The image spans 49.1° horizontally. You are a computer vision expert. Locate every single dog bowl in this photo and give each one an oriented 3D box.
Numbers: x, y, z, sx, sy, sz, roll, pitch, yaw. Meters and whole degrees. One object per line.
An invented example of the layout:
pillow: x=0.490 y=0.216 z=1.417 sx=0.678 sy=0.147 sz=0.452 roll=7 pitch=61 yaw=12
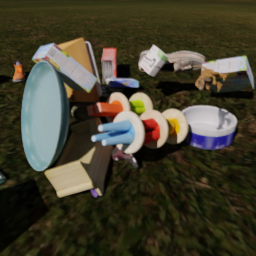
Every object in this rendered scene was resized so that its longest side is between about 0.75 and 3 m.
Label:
dog bowl: x=2.531 y=-0.049 z=9.030 sx=1.742 sy=0.686 sz=1.742 roll=0 pitch=30 yaw=0

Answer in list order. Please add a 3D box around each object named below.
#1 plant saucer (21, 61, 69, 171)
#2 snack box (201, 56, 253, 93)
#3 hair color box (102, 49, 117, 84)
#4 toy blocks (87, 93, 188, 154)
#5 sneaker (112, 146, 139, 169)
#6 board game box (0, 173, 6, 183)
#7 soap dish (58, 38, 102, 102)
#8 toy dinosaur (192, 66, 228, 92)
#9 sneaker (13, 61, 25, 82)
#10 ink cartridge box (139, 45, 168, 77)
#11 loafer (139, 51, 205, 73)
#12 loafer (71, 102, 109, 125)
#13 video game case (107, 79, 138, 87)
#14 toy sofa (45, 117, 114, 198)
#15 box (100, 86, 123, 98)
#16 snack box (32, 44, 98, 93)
plant saucer: x=-2.084 y=-0.286 z=6.977 sx=0.367 sy=2.678 sz=2.678 roll=2 pitch=23 yaw=-37
snack box: x=3.819 y=-1.943 z=10.643 sx=1.545 sy=0.576 sz=2.173 roll=-1 pitch=-11 yaw=29
hair color box: x=-0.910 y=-3.117 z=13.963 sx=0.687 sy=1.192 sz=2.149 roll=0 pitch=30 yaw=0
toy blocks: x=-0.121 y=-0.215 z=7.611 sx=2.437 sy=1.062 sz=2.924 roll=31 pitch=24 yaw=37
sneaker: x=-0.112 y=0.859 z=7.832 sx=0.590 sy=0.386 sz=1.021 roll=-32 pitch=46 yaw=1
board game box: x=-3.711 y=1.260 z=7.273 sx=0.660 sy=0.137 sz=0.976 roll=-26 pitch=38 yaw=-38
soap dish: x=-2.105 y=-1.815 z=9.573 sx=1.049 sy=2.033 sz=2.583 roll=-24 pitch=20 yaw=-35
toy dinosaur: x=1.896 y=-1.265 z=6.600 sx=0.770 sy=0.438 sz=1.449 roll=27 pitch=31 yaw=2
sneaker: x=-5.450 y=-2.839 z=13.833 sx=0.574 sy=0.830 sz=1.481 roll=-9 pitch=31 yaw=-15
ink cartridge box: x=0.928 y=-2.428 z=10.228 sx=0.376 sy=0.895 sz=0.651 roll=13 pitch=33 yaw=-52
loafer: x=1.675 y=-2.450 z=10.991 sx=2.560 sy=0.920 sz=0.805 roll=7 pitch=61 yaw=13
loafer: x=-1.033 y=-0.438 z=9.659 sx=1.993 sy=0.750 sz=0.694 roll=5 pitch=25 yaw=8
video game case: x=-0.272 y=-2.037 z=12.616 sx=1.260 sy=0.286 sz=1.142 roll=-1 pitch=16 yaw=-12
toy sofa: x=-1.172 y=0.808 z=7.429 sx=0.973 sy=1.146 sz=2.349 roll=-17 pitch=27 yaw=15
box: x=-0.762 y=-1.576 z=12.212 sx=1.006 sy=0.223 sz=0.806 roll=3 pitch=30 yaw=5
snack box: x=-1.737 y=-1.600 z=7.649 sx=1.248 sy=1.479 sz=0.501 roll=18 pitch=75 yaw=57
